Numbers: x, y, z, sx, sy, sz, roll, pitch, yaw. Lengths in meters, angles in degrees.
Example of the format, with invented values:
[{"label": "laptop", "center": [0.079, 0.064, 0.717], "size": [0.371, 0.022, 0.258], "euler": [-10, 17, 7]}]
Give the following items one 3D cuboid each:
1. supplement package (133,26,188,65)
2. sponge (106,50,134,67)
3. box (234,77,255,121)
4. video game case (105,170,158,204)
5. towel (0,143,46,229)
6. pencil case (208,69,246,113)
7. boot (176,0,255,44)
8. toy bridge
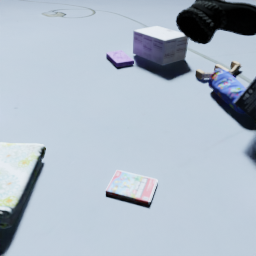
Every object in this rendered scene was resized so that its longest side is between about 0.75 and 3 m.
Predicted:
[{"label": "supplement package", "center": [1.549, -4.068, 13.690], "size": [1.670, 1.189, 2.145], "euler": [-23, 40, -33]}, {"label": "sponge", "center": [-0.416, -3.372, 13.556], "size": [0.867, 0.232, 1.555], "euler": [-13, 36, -19]}, {"label": "box", "center": [4.719, -0.891, 8.210], "size": [2.184, 1.377, 2.222], "euler": [42, 48, 15]}, {"label": "video game case", "center": [0.098, 1.376, 6.624], "size": [1.061, 0.093, 0.759], "euler": [11, 35, 16]}, {"label": "towel", "center": [-3.285, 1.186, 6.501], "size": [2.120, 0.596, 2.477], "euler": [3, 34, 0]}, {"label": "pencil case", "center": [3.683, -1.368, 9.999], "size": [0.911, 0.819, 2.098], "euler": [-37, 36, 11]}, {"label": "boot", "center": [1.810, -2.015, 5.410], "size": [1.588, 0.598, 1.187], "euler": [21, 45, 16]}, {"label": "toy bridge", "center": [4.075, -2.462, 12.129], "size": [2.352, 0.320, 0.791], "euler": [-17, 40, -24]}]
